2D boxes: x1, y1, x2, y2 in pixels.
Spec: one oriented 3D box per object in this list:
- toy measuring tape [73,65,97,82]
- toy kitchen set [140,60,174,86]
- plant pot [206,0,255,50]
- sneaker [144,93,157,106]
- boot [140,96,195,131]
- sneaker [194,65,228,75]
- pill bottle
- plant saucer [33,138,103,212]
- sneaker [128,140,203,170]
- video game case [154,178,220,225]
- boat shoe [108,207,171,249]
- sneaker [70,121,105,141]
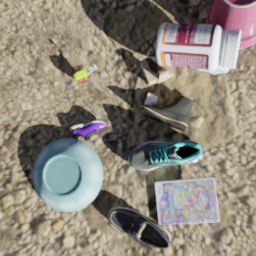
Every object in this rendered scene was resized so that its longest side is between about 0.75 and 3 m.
[{"bbox_3d":[-1.760,-2.095,10.841,0.511,1.389,0.511,9,76,-40],"label":"toy measuring tape"},{"bbox_3d":[1.151,-2.361,11.038,1.059,0.864,0.955,-21,81,-4],"label":"toy kitchen set"},{"bbox_3d":[4.156,-4.495,10.493,2.360,2.112,2.360,-4,75,14],"label":"plant pot"},{"bbox_3d":[0.898,-0.936,11.090,0.486,0.310,0.841,20,80,6],"label":"sneaker"},{"bbox_3d":[1.549,-0.827,10.887,1.924,0.745,1.331,24,81,-8],"label":"boot"},{"bbox_3d":[3.298,-2.402,11.199,1.418,0.573,0.543,3,56,21],"label":"sneaker"},{"bbox_3d":[2.573,-2.996,10.349,2.810,1.604,1.604,10,81,19],"label":"pill bottle"},{"bbox_3d":[-2.340,1.744,10.346,2.770,0.533,2.770,-1,85,9],"label":"plant saucer"},{"bbox_3d":[1.418,0.921,10.271,2.868,1.308,1.113,-11,83,-1],"label":"sneaker"},{"bbox_3d":[2.128,2.697,10.287,2.181,0.197,1.562,-7,81,14],"label":"video game case"},{"bbox_3d":[0.426,3.618,10.096,2.465,0.799,0.886,28,82,4],"label":"boat shoe"},{"bbox_3d":[-1.502,0.161,10.843,1.380,0.480,0.686,-13,80,6],"label":"sneaker"}]
